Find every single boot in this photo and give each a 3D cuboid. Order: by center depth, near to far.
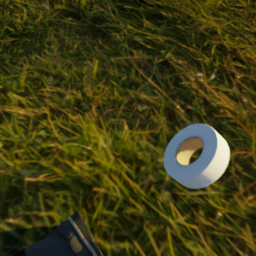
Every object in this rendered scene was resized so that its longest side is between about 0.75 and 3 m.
[{"bbox_3d":[-1.547,3.830,7.424,1.914,1.072,2.767,-29,41,-18],"label":"boot"}]

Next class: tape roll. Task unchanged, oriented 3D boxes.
[{"bbox_3d":[1.999,0.819,8.372,1.897,0.663,1.897,-34,35,29],"label":"tape roll"}]
